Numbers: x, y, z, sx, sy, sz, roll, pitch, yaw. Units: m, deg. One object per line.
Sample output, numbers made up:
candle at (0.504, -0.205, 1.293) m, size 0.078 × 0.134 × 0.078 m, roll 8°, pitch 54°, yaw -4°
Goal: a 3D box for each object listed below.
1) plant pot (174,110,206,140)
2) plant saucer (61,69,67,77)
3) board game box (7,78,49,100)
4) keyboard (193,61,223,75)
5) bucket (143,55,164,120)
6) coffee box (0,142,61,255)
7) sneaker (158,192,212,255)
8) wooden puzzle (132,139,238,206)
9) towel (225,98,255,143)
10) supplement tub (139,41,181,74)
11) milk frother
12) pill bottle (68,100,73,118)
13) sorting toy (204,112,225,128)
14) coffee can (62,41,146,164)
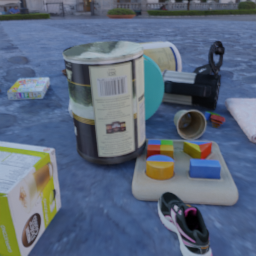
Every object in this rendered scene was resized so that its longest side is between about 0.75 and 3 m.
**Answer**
plant pot at (1.597, -0.158, 7.633) m, size 0.804 × 0.804 × 0.736 m, roll -4°, pitch 15°, yaw -8°
plant saucer at (-2.456, -2.621, 13.306) m, size 1.381 × 0.238 × 1.381 m, roll 0°, pitch 26°, yaw 0°
board game box at (-3.844, -1.568, 10.987) m, size 1.220 × 0.311 × 1.815 m, roll -3°, pitch 26°, yaw -6°
keyboard at (3.651, -2.493, 13.013) m, size 1.406 × 0.535 × 2.702 m, roll -14°, pitch 19°, yaw 28°
bucket at (-0.083, -1.177, 8.040) m, size 2.148 × 2.148 × 1.398 m, roll -10°, pitch 24°, yaw -21°
coffee box at (-1.935, 1.061, 4.387) m, size 1.246 × 1.244 × 1.232 m, roll 6°, pitch 26°, yaw 13°
sneaker at (0.922, 1.406, 4.428) m, size 0.558 × 0.600 × 1.390 m, roll -8°, pitch 26°, yaw -19°
wooden puzzle at (1.131, 0.725, 5.961) m, size 1.949 × 0.487 × 2.104 m, roll 2°, pitch 26°, yaw 6°
towel at (4.327, -0.253, 8.145) m, size 2.425 × 0.409 × 2.539 m, roll 2°, pitch 26°, yaw 2°
supplement tub at (0.543, -2.302, 10.749) m, size 2.549 × 1.841 × 1.841 m, roll -13°, pitch 29°, yaw -27°
milk frother at (2.094, -1.759, 9.206) m, size 1.862 × 1.979 × 1.786 m, roll 10°, pitch -6°, yaw 19°
pill bottle at (-1.585, -0.653, 8.792) m, size 0.548 × 0.548 × 0.963 m, roll -4°, pitch 27°, yaw -8°
sorting toy at (2.483, -0.229, 8.248) m, size 0.529 × 0.361 × 0.880 m, roll 14°, pitch 12°, yaw -5°
coffee can at (-0.452, -0.610, 6.271) m, size 1.687 × 2.305 × 1.687 m, roll -2°, pitch 27°, yaw 1°
